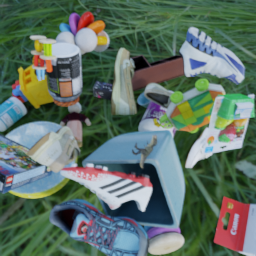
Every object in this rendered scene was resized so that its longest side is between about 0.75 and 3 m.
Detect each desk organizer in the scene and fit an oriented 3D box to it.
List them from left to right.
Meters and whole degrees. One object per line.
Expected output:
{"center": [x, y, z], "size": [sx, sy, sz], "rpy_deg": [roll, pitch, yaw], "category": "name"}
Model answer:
{"center": [1.268, -2.867, 13.344], "size": [2.990, 1.151, 1.072], "rpy_deg": [-19, 55, -14], "category": "desk organizer"}

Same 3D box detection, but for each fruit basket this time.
{"center": [2.594, -0.074, 7.070], "size": [1.406, 1.518, 0.712], "rpy_deg": [-5, 18, -28], "category": "fruit basket"}

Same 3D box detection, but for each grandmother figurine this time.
{"center": [-2.233, -0.221, 11.711], "size": [1.311, 0.655, 2.162], "rpy_deg": [1, 55, -12], "category": "grandmother figurine"}

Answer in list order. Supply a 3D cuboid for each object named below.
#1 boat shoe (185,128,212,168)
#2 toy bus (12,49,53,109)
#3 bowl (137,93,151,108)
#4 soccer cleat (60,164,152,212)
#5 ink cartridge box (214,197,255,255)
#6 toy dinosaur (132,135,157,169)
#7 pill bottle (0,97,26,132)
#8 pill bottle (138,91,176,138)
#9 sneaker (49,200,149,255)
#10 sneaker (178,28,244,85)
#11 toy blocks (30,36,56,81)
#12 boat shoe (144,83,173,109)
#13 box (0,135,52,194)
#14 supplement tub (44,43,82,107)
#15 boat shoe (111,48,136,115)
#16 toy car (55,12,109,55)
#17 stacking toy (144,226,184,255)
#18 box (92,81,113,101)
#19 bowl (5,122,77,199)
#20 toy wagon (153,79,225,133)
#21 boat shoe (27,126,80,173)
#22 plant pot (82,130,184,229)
{"center": [2.907, 0.832, 10.830], "size": [0.724, 0.740, 2.090], "rpy_deg": [29, 57, 21], "category": "boat shoe"}
{"center": [-4.151, -2.182, 12.680], "size": [2.505, 1.770, 2.609], "rpy_deg": [-22, 52, 3], "category": "toy bus"}
{"center": [0.890, -1.209, 12.438], "size": [0.838, 0.438, 0.838], "rpy_deg": [-23, 41, 22], "category": "bowl"}
{"center": [-0.452, 1.213, 5.709], "size": [1.921, 0.659, 0.818], "rpy_deg": [12, 81, -10], "category": "soccer cleat"}
{"center": [4.112, 3.287, 9.139], "size": [2.181, 0.546, 1.755], "rpy_deg": [19, 55, 12], "category": "ink cartridge box"}
{"center": [0.302, 0.513, 6.012], "size": [0.414, 0.940, 0.223], "rpy_deg": [21, 35, -3], "category": "toy dinosaur"}
{"center": [-5.160, -0.479, 11.701], "size": [0.910, 0.910, 1.643], "rpy_deg": [31, 59, 21], "category": "pill bottle"}
{"center": [1.255, -0.189, 11.179], "size": [1.417, 1.417, 2.523], "rpy_deg": [18, 56, 13], "category": "pill bottle"}
{"center": [-0.851, 2.632, 7.021], "size": [2.798, 1.336, 1.109], "rpy_deg": [11, 81, 30], "category": "sneaker"}
{"center": [2.604, -2.121, 9.314], "size": [2.311, 1.335, 0.934], "rpy_deg": [37, 42, -1], "category": "sneaker"}
{"center": [-2.567, -2.033, 8.524], "size": [0.484, 1.333, 1.111], "rpy_deg": [-17, 33, -37], "category": "toy blocks"}
{"center": [1.414, -0.860, 9.337], "size": [1.883, 0.679, 0.612], "rpy_deg": [26, 37, -2], "category": "boat shoe"}
{"center": [-3.639, 0.818, 7.778], "size": [2.579, 0.486, 1.762], "rpy_deg": [21, 14, 20], "category": "box"}
{"center": [-2.256, -1.836, 9.881], "size": [1.234, 2.014, 1.234], "rpy_deg": [3, 39, -3], "category": "supplement tub"}
{"center": [-0.079, -1.694, 10.138], "size": [0.896, 1.039, 2.849], "rpy_deg": [5, 56, 0], "category": "boat shoe"}
{"center": [-1.820, -3.694, 10.944], "size": [2.041, 1.530, 1.786], "rpy_deg": [-2, 15, 19], "category": "toy car"}
{"center": [0.911, 2.636, 9.329], "size": [1.169, 1.169, 2.739], "rpy_deg": [-8, 49, -6], "category": "stacking toy"}
{"center": [-1.071, -1.687, 12.810], "size": [0.965, 0.590, 0.512], "rpy_deg": [13, 55, 11], "category": "box"}
{"center": [-3.123, 1.346, 9.942], "size": [2.844, 1.530, 2.844], "rpy_deg": [1, 53, -1], "category": "bowl"}
{"center": [1.890, -0.466, 8.646], "size": [2.311, 1.793, 0.457], "rpy_deg": [-26, 47, 13], "category": "toy wagon"}
{"center": [-1.822, 0.620, 7.586], "size": [0.923, 2.842, 1.025], "rpy_deg": [44, 89, -3], "category": "boat shoe"}
{"center": [0.439, 1.142, 7.775], "size": [2.107, 2.112, 2.152], "rpy_deg": [-5, 27, 29], "category": "plant pot"}
